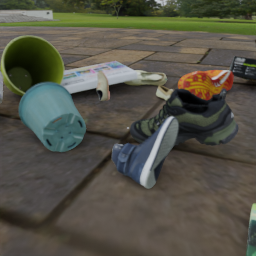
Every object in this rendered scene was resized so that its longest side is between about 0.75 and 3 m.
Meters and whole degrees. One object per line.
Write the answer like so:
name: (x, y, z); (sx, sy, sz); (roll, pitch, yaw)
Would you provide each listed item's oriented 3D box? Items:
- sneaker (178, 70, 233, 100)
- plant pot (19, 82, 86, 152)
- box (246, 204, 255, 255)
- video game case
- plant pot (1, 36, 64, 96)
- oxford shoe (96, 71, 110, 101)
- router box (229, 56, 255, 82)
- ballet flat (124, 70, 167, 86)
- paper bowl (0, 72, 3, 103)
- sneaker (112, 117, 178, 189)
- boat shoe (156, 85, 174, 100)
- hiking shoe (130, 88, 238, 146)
sneaker: (2.655, -1.542, 10.073); (2.857, 1.043, 1.102); (-11, 15, -42)
plant pot: (-1.727, -0.202, 6.652); (1.371, 1.371, 1.342); (-14, 36, -28)
box: (2.106, 1.663, 3.651); (1.035, 0.261, 1.434); (11, 29, 23)
video game case: (-1.412, -2.021, 10.961); (2.891, 0.342, 2.631); (-15, 25, -14)
plant pot: (-3.527, -1.889, 9.663); (1.946, 1.946, 2.080); (-19, 8, -35)
oxford shoe: (-0.816, -1.295, 8.661); (0.330, 0.931, 0.344); (-11, 5, 43)
router box: (5.380, -2.062, 10.651); (1.782, 0.739, 2.379); (2, 17, -45)
ballet flat: (0.651, -2.008, 11.206); (1.795, 0.623, 0.623); (0, 25, 3)
paper bowl: (-4.682, -0.932, 7.428); (2.494, 1.297, 2.494); (-3, -8, 0)
sneaker: (0.291, 0.322, 5.516); (1.047, 0.551, 1.450); (20, 75, 38)
boat shoe: (1.450, -1.146, 9.617); (1.157, 0.384, 0.428); (27, 35, 34)
hiking shoe: (1.068, -0.297, 6.263); (2.529, 1.273, 0.958); (-5, 29, 33)
